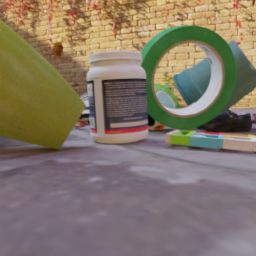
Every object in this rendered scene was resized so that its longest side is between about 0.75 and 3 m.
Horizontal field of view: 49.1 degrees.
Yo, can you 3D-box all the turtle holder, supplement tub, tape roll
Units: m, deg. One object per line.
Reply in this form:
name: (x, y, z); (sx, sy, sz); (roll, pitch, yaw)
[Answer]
turtle holder: (0.845, -0.784, 9.129); (1.388, 1.827, 1.298); (4, 32, 36)
supplement tub: (-0.251, -0.699, 6.573); (1.390, 1.981, 1.390); (-3, 7, 0)
tape roll: (1.589, -1.387, 7.920); (2.847, 2.847, 0.684); (-1, 20, -12)

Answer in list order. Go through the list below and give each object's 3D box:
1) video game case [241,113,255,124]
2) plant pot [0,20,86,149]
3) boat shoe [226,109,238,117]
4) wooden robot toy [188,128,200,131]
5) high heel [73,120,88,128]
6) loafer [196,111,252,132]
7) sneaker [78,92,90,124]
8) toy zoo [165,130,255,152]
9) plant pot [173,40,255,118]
video game case: (6.691, -0.425, 12.386); (2.478, 0.444, 2.246); (-4, 6, -36)
plant pot: (-1.983, -0.552, 5.291); (2.164, 2.025, 2.025); (32, 0, -9)
boat shoe: (4.004, -0.450, 11.276); (0.546, 0.684, 1.810); (42, 30, 27)
wooden robot toy: (2.273, -0.460, 9.846); (0.939, 0.967, 2.131); (3, 6, 30)
high heel: (-1.845, -0.138, 9.430); (0.499, 0.350, 1.039); (-19, -17, 30)
loafer: (2.971, -0.199, 8.745); (1.814, 0.637, 0.616); (0, 5, -5)
sneaker: (-0.834, -1.020, 11.726); (2.655, 1.528, 1.002); (-1, -30, -11)
toy zoo: (1.881, 0.247, 5.788); (2.004, 0.205, 1.315); (4, 4, 18)
plant pot: (3.190, -1.635, 9.772); (2.302, 2.350, 2.350); (-38, -14, 26)
